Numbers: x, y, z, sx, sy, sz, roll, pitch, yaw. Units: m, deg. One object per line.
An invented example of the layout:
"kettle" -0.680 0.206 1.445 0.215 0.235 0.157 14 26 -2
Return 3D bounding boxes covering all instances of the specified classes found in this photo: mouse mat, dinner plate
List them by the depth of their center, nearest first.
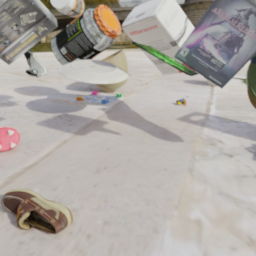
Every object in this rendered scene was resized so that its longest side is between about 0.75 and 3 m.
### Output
"mouse mat" 0.996 -1.699 6.957 1.564 0.073 1.944 32 21 10
"dinner plate" -1.322 -2.264 10.859 2.675 0.324 2.675 5 27 -2

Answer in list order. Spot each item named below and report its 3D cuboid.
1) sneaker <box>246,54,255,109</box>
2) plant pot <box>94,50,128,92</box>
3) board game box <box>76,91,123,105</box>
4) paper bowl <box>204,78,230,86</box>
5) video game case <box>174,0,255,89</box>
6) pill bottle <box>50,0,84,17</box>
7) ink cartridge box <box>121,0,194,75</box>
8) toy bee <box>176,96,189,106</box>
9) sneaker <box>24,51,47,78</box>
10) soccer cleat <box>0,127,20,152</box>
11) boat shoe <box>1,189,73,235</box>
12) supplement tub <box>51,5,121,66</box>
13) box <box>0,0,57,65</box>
"sneaker" 3.513 -1.957 6.756 0.992 2.960 1.329 10 -15 21
"plant pot" -1.000 -3.098 16.074 2.592 1.740 2.592 -27 18 10
"board game box" -1.475 -1.579 14.527 1.828 0.237 1.829 8 21 24
"paper bowl" 5.814 -3.322 18.270 1.736 0.903 1.736 2 30 -1
"video game case" 2.067 -1.872 5.931 1.367 1.914 0.182 32 44 -4
"pill bottle" -1.900 -3.916 8.767 0.705 0.705 1.212 4 14 11
"ink cartridge box" 1.347 -3.235 10.137 2.670 1.132 1.945 39 -18 -32
"toy bee" 2.602 -1.208 13.371 0.493 0.409 0.753 -15 -2 -16
"sneaker" -2.799 -1.796 8.030 0.514 0.890 0.334 -43 -1 -38
"soccer cleat" -4.478 0.425 8.060 2.582 0.861 0.987 -8 5 -23
"boat shoe" -1.785 1.555 5.095 1.548 0.558 0.557 15 22 20
"supplement tub" -1.840 -3.945 12.298 2.905 1.780 1.780 -23 4 34
"box" -2.920 -2.601 6.989 1.798 1.424 0.435 -32 50 16
